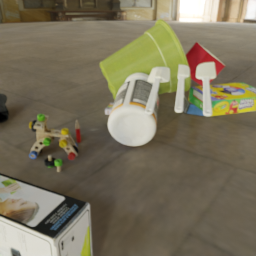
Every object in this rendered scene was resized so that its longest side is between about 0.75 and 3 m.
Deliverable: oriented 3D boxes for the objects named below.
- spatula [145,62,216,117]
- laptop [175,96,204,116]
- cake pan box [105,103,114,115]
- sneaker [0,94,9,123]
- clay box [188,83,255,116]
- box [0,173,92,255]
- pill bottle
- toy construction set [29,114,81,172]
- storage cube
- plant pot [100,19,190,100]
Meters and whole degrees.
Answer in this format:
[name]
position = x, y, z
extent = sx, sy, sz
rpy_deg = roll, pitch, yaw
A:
[spatula]
position = 1.171, -0.927, 6.405
extent = 1.623, 0.187, 2.334
rpy_deg = 2, 39, 13
[laptop]
position = 2.365, -0.945, 10.404
extent = 0.634, 1.093, 1.024
rpy_deg = -26, 13, 28
[cake pan box]
position = -0.353, -0.684, 10.309
extent = 0.837, 0.219, 0.771
rpy_deg = 6, 28, 13
[sneaker]
position = -4.501, -0.554, 9.617
extent = 0.933, 0.781, 2.055
rpy_deg = 8, 32, -5
[clay box]
position = 3.978, -1.166, 10.745
extent = 2.830, 0.674, 1.626
rpy_deg = -8, 28, -16
[box]
position = -1.797, 1.564, 4.215
extent = 2.539, 1.481, 0.763
rpy_deg = 11, 25, 24
[pill bottle]
position = 0.237, -0.637, 8.244
extent = 1.323, 1.323, 2.273
rpy_deg = 4, 37, 8
[toy construction set]
position = -1.869, 0.138, 7.447
extent = 1.317, 1.214, 1.579
rpy_deg = 13, 28, 25
[storage cube]
position = 2.638, -2.294, 10.204
extent = 1.003, 1.054, 1.173
rpy_deg = 25, 28, -29
[plant pot]
position = 0.458, -2.059, 10.130
extent = 2.587, 2.724, 2.724
rpy_deg = -25, 29, -2
